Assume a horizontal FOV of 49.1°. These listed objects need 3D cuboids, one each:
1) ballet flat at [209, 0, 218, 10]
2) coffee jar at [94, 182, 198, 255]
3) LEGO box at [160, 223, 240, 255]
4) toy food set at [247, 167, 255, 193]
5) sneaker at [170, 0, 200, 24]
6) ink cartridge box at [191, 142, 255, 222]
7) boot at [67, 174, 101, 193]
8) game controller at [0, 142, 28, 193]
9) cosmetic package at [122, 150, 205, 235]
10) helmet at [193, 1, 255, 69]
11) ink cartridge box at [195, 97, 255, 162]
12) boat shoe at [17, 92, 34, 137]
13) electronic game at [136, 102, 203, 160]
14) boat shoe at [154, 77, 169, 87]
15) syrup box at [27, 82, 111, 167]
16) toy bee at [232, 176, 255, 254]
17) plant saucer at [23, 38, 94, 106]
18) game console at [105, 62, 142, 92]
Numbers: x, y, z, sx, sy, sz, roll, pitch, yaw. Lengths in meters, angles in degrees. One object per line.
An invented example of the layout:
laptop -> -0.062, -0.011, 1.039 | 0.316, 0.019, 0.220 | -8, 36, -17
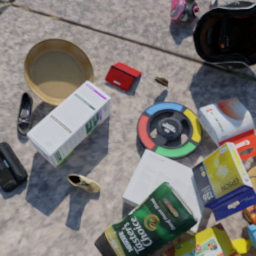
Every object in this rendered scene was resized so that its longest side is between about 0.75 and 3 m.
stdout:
ballet flat -> 4.146, -6.089, 13.516 | 0.329, 0.339, 0.952 | 21, 62, 14
coffee jar -> 0.443, 2.755, 7.505 | 2.654, 1.132, 1.384 | -40, 73, 2
LEGO box -> 2.026, 3.610, 7.491 | 1.855, 0.716, 1.381 | -17, 61, -21
toy food set -> 5.320, 1.906, 8.676 | 2.799, 0.681, 2.771 | -36, 66, -19
sneaker -> 2.763, -5.901, 13.189 | 1.294, 1.072, 2.713 | 20, 60, -14
ink cartridge box -> 2.535, 1.517, 7.651 | 0.389, 1.637, 1.656 | 8, 53, -27
boot -> -1.360, 1.717, 8.657 | 1.036, 0.806, 0.377 | 26, 78, 4
game controller -> -4.079, 1.269, 9.298 | 0.921, 0.372, 1.765 | -40, 66, -5
cosmetic package -> 1.247, 1.935, 8.693 | 2.346, 0.606, 1.769 | 23, 66, 13
helmet -> 4.151, -3.494, 10.689 | 2.600, 2.727, 2.727 | -11, 58, -29
ink cartridge box -> 3.633, 0.028, 9.635 | 1.765, 0.546, 2.177 | -18, 56, -23
boat shoe -> -3.775, -0.512, 10.183 | 0.585, 0.499, 1.750 | -5, 60, -3
electronic game -> 1.453, 0.053, 9.865 | 2.326, 0.484, 2.326 | 0, 60, 0
boat shoe -> 1.289, -1.821, 10.765 | 0.275, 0.763, 0.258 | 9, 82, 47
syrup box -> -1.900, -0.162, 9.566 | 1.156, 1.118, 2.840 | 39, 67, 14
toy bee -> 3.885, 2.745, 7.869 | 1.909, 1.585, 2.917 | 2, 88, 6
plant saucer -> -2.589, -2.045, 10.561 | 2.632, 0.466, 2.632 | 4, 80, -25
game console -> -0.195, -2.074, 11.293 | 1.145, 0.679, 0.986 | 28, 96, 14
